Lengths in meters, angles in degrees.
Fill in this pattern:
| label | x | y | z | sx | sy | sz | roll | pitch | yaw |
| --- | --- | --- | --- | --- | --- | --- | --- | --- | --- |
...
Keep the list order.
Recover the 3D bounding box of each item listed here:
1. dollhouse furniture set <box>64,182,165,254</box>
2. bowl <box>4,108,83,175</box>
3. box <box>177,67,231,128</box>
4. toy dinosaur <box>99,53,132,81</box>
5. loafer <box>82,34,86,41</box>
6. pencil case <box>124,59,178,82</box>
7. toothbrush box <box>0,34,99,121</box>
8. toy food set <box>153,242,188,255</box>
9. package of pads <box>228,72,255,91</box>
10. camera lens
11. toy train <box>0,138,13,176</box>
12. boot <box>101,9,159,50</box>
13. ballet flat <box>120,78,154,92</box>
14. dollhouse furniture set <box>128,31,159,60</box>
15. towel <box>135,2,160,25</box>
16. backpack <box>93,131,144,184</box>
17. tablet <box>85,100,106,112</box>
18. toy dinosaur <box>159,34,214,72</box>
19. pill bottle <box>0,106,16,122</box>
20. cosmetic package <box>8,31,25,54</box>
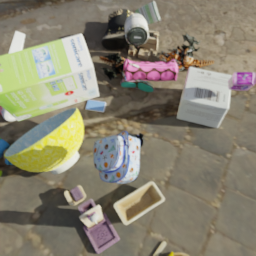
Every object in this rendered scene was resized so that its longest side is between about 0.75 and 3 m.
| label | x | y | z | sx | sy | sz | roll | pitch | yaw |
| --- | --- | --- | --- | --- | --- | --- | --- | --- | --- |
| dollhouse furniture set | -0.427 | 2.193 | 9.228 | 2.916 | 2.069 | 2.310 | -28 | 64 | -15 |
| bowl | -2.709 | 0.717 | 10.166 | 2.952 | 2.952 | 1.588 | -37 | 110 | -19 |
| box | 3.099 | -1.233 | 11.488 | 1.777 | 1.530 | 1.786 | 13 | 60 | 8 |
| toy dinosaur | -0.399 | -2.734 | 12.699 | 2.280 | 1.547 | 1.165 | 4 | 101 | 31 |
| loafer | -2.406 | -4.386 | 14.006 | 0.306 | 0.297 | 0.838 | 20 | 62 | 11 |
| pencil case | 0.897 | -2.277 | 11.008 | 2.142 | 1.003 | 0.972 | -1 | 65 | -1 |
| toothbrush box | -2.371 | -1.386 | 8.212 | 2.722 | 1.982 | 1.172 | -19 | 75 | -8 |
| toy food set | 1.619 | 4.668 | 8.768 | 2.080 | 0.417 | 1.436 | 32 | 65 | 17 |
| package of pads | 3.890 | -1.589 | 9.661 | 0.723 | 1.199 | 0.454 | 2 | 88 | 12 |
| camera lens | 0.338 | -4.057 | 11.613 | 0.956 | 0.956 | 1.195 | -3 | 49 | -1 |
| toy train | -5.432 | 1.546 | 10.234 | 1.643 | 1.202 | 2.840 | 30 | 64 | 1 |
| boot | 0.127 | -4.902 | 13.801 | 2.784 | 1.019 | 2.096 | -5 | 57 | 13 |
| ballet flat | 0.437 | -2.010 | 12.552 | 1.565 | 0.541 | 0.557 | 10 | 55 | 9 |
| dollhouse furniture set | 0.743 | -4.105 | 13.062 | 1.419 | 1.664 | 0.812 | 14 | 61 | 9 |
| towel | 0.880 | -5.080 | 12.590 | 1.120 | 0.835 | 0.172 | -4 | 22 | 46 |
| backpack | -0.287 | 0.848 | 7.656 | 1.082 | 1.404 | 1.337 | 7 | 69 | -44 |
| tablet | -1.410 | -0.952 | 12.188 | 0.815 | 0.056 | 0.530 | 9 | 60 | 4 |
| toy dinosaur | 2.723 | -3.294 | 13.138 | 2.388 | 1.220 | 1.621 | 19 | 75 | -10 |
| pill bottle | -5.126 | -1.057 | 11.790 | 0.847 | 0.847 | 1.508 | -34 | 65 | -18 |
| cosmetic package | -3.581 | -2.240 | 8.796 | 0.320 | 0.935 | 1.240 | 15 | 70 | -20 |
